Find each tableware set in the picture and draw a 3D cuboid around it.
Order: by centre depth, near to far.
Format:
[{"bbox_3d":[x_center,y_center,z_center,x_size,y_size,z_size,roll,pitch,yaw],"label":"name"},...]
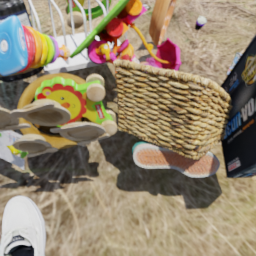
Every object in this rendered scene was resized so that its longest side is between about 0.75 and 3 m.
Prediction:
[{"bbox_3d":[-1.729,0.037,5.495,2.117,2.534,0.294,-11,66,19],"label":"tableware set"}]

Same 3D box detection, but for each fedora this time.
[{"bbox_3d":[-1.687,-0.370,7.003,2.006,0.818,2.006,1,81,-6],"label":"fedora"}]

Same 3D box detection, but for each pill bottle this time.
[{"bbox_3d":[-3.474,-2.780,7.928,1.493,2.670,1.493,-8,31,5],"label":"pill bottle"}]

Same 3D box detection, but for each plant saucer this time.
[{"bbox_3d":[1.194,-3.924,9.047,0.468,2.500,2.500,20,54,5],"label":"plant saucer"}]

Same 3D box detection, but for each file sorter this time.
[{"bbox_3d":[-1.660,-3.304,9.331,2.912,1.813,2.021,-16,47,-17],"label":"file sorter"}]

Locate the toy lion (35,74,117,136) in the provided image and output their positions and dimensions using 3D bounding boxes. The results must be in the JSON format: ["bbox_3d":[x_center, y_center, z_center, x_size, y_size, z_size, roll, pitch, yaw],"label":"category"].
[{"bbox_3d":[-1.129,-0.398,5.940,1.506,1.572,0.540,-14,41,4],"label":"toy lion"}]

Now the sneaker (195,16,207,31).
[{"bbox_3d":[2.534,-3.642,9.910,0.322,0.461,0.926,29,35,3],"label":"sneaker"}]

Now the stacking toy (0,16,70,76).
[{"bbox_3d":[-2.312,-2.047,7.417,1.187,1.255,2.163,-8,2,35],"label":"stacking toy"}]

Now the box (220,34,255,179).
[{"bbox_3d":[2.802,-0.320,6.144,0.688,2.989,2.376,-2,70,-2],"label":"box"}]

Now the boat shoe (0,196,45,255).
[{"bbox_3d":[-2.590,2.911,6.917,1.098,0.976,2.985,-19,54,-14],"label":"boat shoe"}]

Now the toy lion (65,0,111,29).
[{"bbox_3d":[-1.401,-5.287,10.165,2.779,2.899,0.995,-15,61,6],"label":"toy lion"}]

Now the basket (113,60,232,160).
[{"bbox_3d":[1.103,-0.721,6.704,2.527,1.883,1.804,21,34,39],"label":"basket"}]

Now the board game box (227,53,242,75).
[{"bbox_3d":[3.357,-1.878,8.761,0.277,0.899,0.898,23,22,20],"label":"board game box"}]

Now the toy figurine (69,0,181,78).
[{"bbox_3d":[0.242,-2.059,7.727,2.546,2.077,2.766,43,80,-17],"label":"toy figurine"}]

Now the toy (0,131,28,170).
[{"bbox_3d":[-3.370,0.120,6.986,2.090,1.204,0.493,27,41,9],"label":"toy"}]

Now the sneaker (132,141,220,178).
[{"bbox_3d":[1.175,0.647,7.023,2.168,0.774,0.866,10,19,-5],"label":"sneaker"}]
